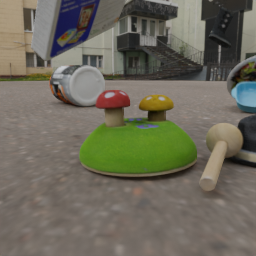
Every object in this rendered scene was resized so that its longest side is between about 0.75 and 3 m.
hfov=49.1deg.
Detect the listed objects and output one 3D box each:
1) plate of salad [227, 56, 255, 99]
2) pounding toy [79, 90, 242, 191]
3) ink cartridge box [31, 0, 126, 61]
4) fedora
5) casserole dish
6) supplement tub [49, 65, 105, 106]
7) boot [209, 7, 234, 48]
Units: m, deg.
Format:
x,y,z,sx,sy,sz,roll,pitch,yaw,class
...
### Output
x,y,z,sx,sy,sz,roll,pitch,yaw,class
5.579,-1.780,11.484,2.903,2.903,0.697,3,54,16,plate of salad
0.405,-0.049,4.722,2.651,1.230,2.046,4,12,32,pounding toy
-0.587,-2.531,4.883,0.546,2.325,2.298,39,47,7,ink cartridge box
2.574,0.163,5.065,1.707,0.779,1.707,0,11,0,fedora
5.293,-1.113,10.670,2.584,0.501,1.565,4,46,17,casserole dish
-2.550,-2.045,13.283,1.835,1.835,2.995,-8,13,-33,supplement tub
3.206,-3.288,9.213,0.875,1.062,0.348,25,-7,-20,boot
